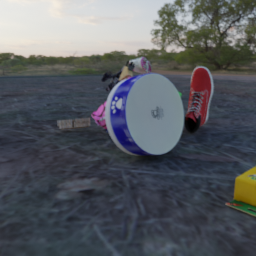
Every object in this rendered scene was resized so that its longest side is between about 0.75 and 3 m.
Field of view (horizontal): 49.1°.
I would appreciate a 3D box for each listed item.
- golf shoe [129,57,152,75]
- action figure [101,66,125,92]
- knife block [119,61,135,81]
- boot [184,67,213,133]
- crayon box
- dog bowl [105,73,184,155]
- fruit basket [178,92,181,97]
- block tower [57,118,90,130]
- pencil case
[{"bbox_3d":[0.630,-2.913,13.439,0.819,0.674,1.789,1,-9,21],"label":"golf shoe"},{"bbox_3d":[-0.299,-1.917,11.666,0.919,1.070,1.800,-21,-1,28],"label":"action figure"},{"bbox_3d":[-0.050,-2.191,10.711,0.243,0.667,0.759,19,-33,-35],"label":"knife block"},{"bbox_3d":[2.595,-1.062,10.537,0.858,2.368,1.709,7,18,26],"label":"boot"},{"bbox_3d":[3.027,1.208,5.518,2.053,0.522,1.304,-13,19,-42],"label":"crayon box"},{"bbox_3d":[0.518,-0.355,7.876,2.262,2.262,0.891,-12,4,-39],"label":"dog bowl"},{"bbox_3d":[1.196,-0.436,10.069,2.052,2.052,1.480,4,31,17],"label":"fruit basket"},{"bbox_3d":[-2.081,-0.157,10.839,1.224,0.330,0.354,-5,-6,-3],"label":"block tower"},{"bbox_3d":[-0.338,-0.875,10.127,0.962,2.119,0.993,46,11,7],"label":"pencil case"}]
